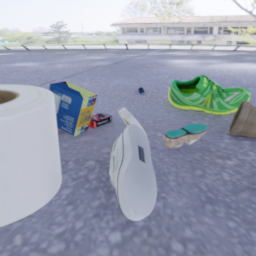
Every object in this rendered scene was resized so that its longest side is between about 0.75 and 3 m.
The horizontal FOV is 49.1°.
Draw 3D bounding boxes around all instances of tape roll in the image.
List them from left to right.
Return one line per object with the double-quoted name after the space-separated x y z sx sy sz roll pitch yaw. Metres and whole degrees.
-2.797 0.356 5.491 2.821 1.937 2.821 0 21 0 "tape roll"
0.118 -0.099 7.694 0.193 1.057 1.057 -39 30 -6 "tape roll"

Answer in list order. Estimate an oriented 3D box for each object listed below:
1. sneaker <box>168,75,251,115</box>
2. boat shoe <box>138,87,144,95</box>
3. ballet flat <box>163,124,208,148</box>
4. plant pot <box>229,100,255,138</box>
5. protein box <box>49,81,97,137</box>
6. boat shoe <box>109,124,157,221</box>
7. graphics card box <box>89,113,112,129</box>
2.974 -1.269 10.444 2.999 1.253 1.111 3 51 16 "sneaker"
0.652 -1.863 13.644 0.336 0.274 0.799 -22 22 -3 "boat shoe"
1.564 0.243 7.761 1.510 0.508 0.514 -11 33 -27 "ballet flat"
3.674 -0.156 8.365 0.945 1.089 1.089 24 27 13 "plant pot"
-1.789 -0.611 8.587 1.217 1.226 0.827 25 23 15 "protein box"
-0.021 0.888 5.675 0.845 0.772 2.348 31 33 -28 "boat shoe"
-1.051 -0.256 9.541 0.576 0.234 0.918 15 24 37 "graphics card box"
